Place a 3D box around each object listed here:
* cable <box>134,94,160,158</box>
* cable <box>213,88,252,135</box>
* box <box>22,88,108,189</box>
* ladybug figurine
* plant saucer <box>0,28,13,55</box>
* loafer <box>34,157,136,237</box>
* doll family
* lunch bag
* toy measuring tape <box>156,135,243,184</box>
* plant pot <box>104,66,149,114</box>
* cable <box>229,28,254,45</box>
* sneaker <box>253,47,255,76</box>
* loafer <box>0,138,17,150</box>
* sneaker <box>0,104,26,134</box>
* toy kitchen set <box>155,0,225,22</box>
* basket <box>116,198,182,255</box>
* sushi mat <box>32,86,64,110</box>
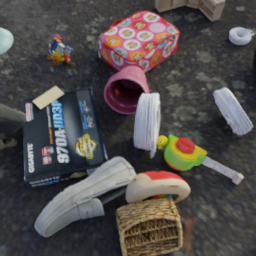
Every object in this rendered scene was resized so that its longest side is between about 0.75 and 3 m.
[{"bbox_3d":[0.599,-0.187,8.463,0.598,1.727,1.728,5,49,12],"label":"cable"},{"bbox_3d":[3.260,-0.529,8.783,0.561,1.622,1.622,-32,66,20],"label":"cable"},{"bbox_3d":[-2.023,0.206,8.812,2.381,0.689,2.995,-11,57,-7],"label":"box"},{"bbox_3d":[0.786,1.608,7.441,1.919,1.302,0.690,10,49,-32],"label":"ladybug figurine"},{"bbox_3d":[-5.809,-3.649,11.580,1.950,0.375,1.950,0,57,0],"label":"plant saucer"},{"bbox_3d":[-1.031,1.934,7.446,2.968,1.038,1.036,-35,62,-15],"label":"loafer"},{"bbox_3d":[-2.811,-2.977,10.892,0.624,0.859,1.384,-11,49,-46],"label":"doll family"},{"bbox_3d":[0.282,-3.407,10.924,2.846,1.166,2.507,-38,64,-22],"label":"lunch bag"},{"bbox_3d":[1.986,1.033,8.143,2.706,0.995,0.995,30,61,11],"label":"toy measuring tape"},{"bbox_3d":[0.032,-1.405,9.561,1.463,1.463,1.309,10,41,7],"label":"plant pot"},{"bbox_3d":[4.686,-3.846,11.747,0.881,0.305,0.881,37,65,23],"label":"cable"},{"bbox_3d":[5.506,-2.127,10.234,1.466,0.978,2.559,-2,59,-3],"label":"sneaker"},{"bbox_3d":[-3.982,0.487,8.875,0.851,0.287,0.323,-17,58,-11],"label":"loafer"},{"bbox_3d":[-4.632,-0.134,8.392,2.925,1.554,1.094,-4,79,21],"label":"sneaker"},{"bbox_3d":[2.678,-5.801,12.098,2.288,1.867,2.064,-20,59,-13],"label":"toy kitchen set"},{"bbox_3d":[0.537,2.527,7.025,1.563,1.116,1.165,-9,56,-6],"label":"basket"},{"bbox_3d":[-2.603,-0.996,9.158,0.461,0.058,0.964,38,63,24],"label":"sushi mat"}]
